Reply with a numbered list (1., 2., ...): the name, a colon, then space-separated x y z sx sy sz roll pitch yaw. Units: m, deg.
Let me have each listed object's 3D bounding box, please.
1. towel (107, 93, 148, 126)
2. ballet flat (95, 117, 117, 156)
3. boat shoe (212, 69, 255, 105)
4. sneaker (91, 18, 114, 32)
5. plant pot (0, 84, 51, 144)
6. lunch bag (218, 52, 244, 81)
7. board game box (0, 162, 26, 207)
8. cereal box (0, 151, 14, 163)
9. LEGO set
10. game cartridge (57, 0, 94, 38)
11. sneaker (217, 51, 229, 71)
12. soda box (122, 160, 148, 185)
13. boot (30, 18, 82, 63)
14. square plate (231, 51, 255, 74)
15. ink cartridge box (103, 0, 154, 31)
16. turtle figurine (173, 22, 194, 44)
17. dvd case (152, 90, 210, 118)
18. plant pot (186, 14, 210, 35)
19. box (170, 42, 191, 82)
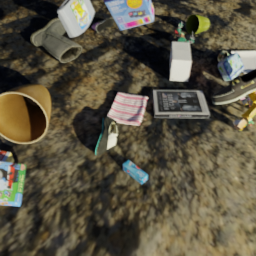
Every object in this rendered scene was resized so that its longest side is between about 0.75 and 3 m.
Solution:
1. towel: -0.003 -0.815 11.182 1.339 0.274 1.830 10 44 10
2. ballet flat: -0.702 0.263 9.806 0.627 0.624 1.834 9 44 -1
3. boat shoe: 4.518 -1.736 11.034 2.653 0.799 0.946 -22 25 18
4. sneaker: -1.548 -6.264 16.802 0.662 0.573 1.513 29 50 35
5. plant pot: -3.610 -0.800 10.186 1.942 1.942 2.084 1 31 1
6. lunch bag: 4.694 -2.756 12.710 1.224 0.984 0.505 -38 18 -25
7. board game box: -3.894 1.552 8.046 1.676 0.307 1.268 11 49 -23
8. cereal box: -5.080 1.349 8.714 2.395 0.473 1.723 9 45 7
9. LEGO set: 4.786 -0.611 10.818 1.029 0.832 2.237 -14 37 38
10. game cartridge: -1.615 -3.684 8.996 0.322 1.060 1.589 5 52 25
11. sneaker: 4.743 -3.420 13.607 0.644 0.742 1.675 8 44 8
12. soda box: 0.213 1.393 8.830 0.843 0.270 0.286 35 53 30
13. boot: -3.442 -4.657 14.724 2.848 1.033 2.589 27 63 35
14. square plate: 6.254 -3.147 13.651 2.030 0.289 2.011 -1 44 -1
15. ink cartridge box: -0.044 -5.228 11.377 1.597 2.340 0.893 -9 63 20
16. turtle figurine: 2.977 -4.893 15.162 1.264 0.850 1.688 35 40 -23
17. dvd case: 2.080 -0.984 11.370 2.118 0.262 1.592 1 43 0
18. plant pot: 4.114 -5.992 16.235 1.057 1.097 1.097 -13 44 -30
19. box: 2.396 -3.091 12.997 0.855 1.091 1.754 4 43 5
